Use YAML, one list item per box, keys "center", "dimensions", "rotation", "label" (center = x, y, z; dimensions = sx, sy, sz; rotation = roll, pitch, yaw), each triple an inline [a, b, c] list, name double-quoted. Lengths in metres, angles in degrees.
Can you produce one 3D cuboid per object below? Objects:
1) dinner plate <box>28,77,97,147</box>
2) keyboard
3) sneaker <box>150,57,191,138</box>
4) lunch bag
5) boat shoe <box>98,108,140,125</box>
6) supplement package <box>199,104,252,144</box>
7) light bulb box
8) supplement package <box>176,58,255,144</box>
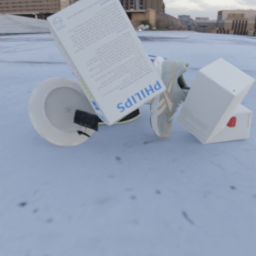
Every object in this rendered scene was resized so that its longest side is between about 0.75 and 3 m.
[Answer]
- center: [-2.025, -0.580, 9.181]
  dimensions: [2.389, 2.389, 0.290]
  rotation: [-18, -3, -35]
  label: "dinner plate"
- center: [-1.328, -0.091, 8.617]
  dimensions: [0.132, 0.813, 1.279]
  rotation: [-5, 14, -41]
  label: "keyboard"
- center: [1.386, -0.859, 8.888]
  dimensions: [1.245, 2.706, 1.024]
  rotation: [6, 29, 20]
  label: "sneaker"
- center: [0.641, -1.856, 10.707]
  dimensions: [2.462, 1.979, 1.015]
  rotation: [1, 54, -30]
  label: "lunch bag"
- center: [-0.795, -0.636, 10.949]
  dimensions: [2.701, 0.846, 0.988]
  rotation: [-6, 23, -16]
  label: "boat shoe"
- center: [3.154, -0.187, 9.573]
  dimensions: [1.682, 1.020, 1.008]
  rotation: [-7, 25, -8]
  label: "supplement package"
- center: [-0.691, -1.819, 7.927]
  dimensions: [1.780, 2.853, 2.828]
  rotation: [-32, 11, -6]
  label: "light bulb box"
- center: [2.357, -0.728, 7.798]
  dimensions: [1.142, 1.908, 1.157]
  rotation: [-32, 63, -34]
  label: "supplement package"
